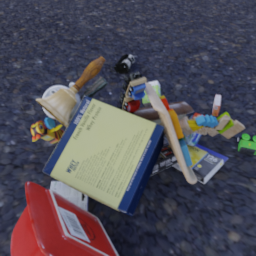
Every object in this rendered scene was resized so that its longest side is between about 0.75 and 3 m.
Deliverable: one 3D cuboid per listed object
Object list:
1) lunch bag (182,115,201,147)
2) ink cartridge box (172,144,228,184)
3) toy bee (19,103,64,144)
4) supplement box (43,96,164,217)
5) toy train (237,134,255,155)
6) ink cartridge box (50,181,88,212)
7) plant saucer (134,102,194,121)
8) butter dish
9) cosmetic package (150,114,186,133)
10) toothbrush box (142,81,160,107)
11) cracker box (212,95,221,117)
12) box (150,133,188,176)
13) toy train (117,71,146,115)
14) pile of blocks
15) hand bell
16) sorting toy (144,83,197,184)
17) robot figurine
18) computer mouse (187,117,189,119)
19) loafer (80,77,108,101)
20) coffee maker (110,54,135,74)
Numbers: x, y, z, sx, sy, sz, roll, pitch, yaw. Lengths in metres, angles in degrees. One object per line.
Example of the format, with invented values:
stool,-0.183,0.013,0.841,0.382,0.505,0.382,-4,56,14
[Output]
lunch bag,2.319,0.118,9.974,0.410,0.995,0.800,19,15,-18
ink cartridge box,2.476,1.083,9.964,1.570,0.373,1.588,26,50,38
toy bee,-2.621,0.119,8.453,1.652,1.081,0.898,25,41,-31
supplement box,-0.580,0.867,8.344,2.553,1.715,2.555,22,73,14
toy train,5.345,0.824,10.265,2.603,0.543,0.734,12,52,13
ink cartridge box,-1.871,2.230,8.810,1.211,0.262,1.189,4,40,-9
plant saucer,1.021,-0.609,10.704,2.904,0.466,2.904,-9,4,1
butter dish,-1.672,3.020,6.484,2.060,2.779,2.787,-47,32,-3
cosmetic package,1.267,-0.265,10.194,1.598,0.840,0.568,-12,39,-28
toothbrush box,0.909,-1.321,10.954,0.651,0.385,0.894,-10,68,19
cracker box,3.876,-0.983,12.271,0.246,0.571,0.852,11,42,13
box,0.935,0.696,10.101,1.561,0.493,1.980,-22,36,-19
toy train,0.053,-0.773,8.336,0.499,2.925,0.670,-21,75,-14
pile of blocks,2.327,-0.216,7.966,2.018,0.828,0.627,4,49,-20
hand bell,-1.499,-1.252,8.288,1.188,1.188,2.281,33,77,32
sorting toy,1.241,0.028,8.089,0.467,2.558,2.368,-25,24,6
robot figurine,-2.222,-0.827,9.622,1.134,2.007,1.702,39,91,1
computer mouse,1.934,-0.056,10.191,0.304,1.321,0.928,30,85,41
loafer,-1.258,-1.370,9.909,1.120,0.403,0.352,-36,82,-6
coffee maker,-0.282,-3.445,14.983,1.039,0.728,1.081,12,42,14
